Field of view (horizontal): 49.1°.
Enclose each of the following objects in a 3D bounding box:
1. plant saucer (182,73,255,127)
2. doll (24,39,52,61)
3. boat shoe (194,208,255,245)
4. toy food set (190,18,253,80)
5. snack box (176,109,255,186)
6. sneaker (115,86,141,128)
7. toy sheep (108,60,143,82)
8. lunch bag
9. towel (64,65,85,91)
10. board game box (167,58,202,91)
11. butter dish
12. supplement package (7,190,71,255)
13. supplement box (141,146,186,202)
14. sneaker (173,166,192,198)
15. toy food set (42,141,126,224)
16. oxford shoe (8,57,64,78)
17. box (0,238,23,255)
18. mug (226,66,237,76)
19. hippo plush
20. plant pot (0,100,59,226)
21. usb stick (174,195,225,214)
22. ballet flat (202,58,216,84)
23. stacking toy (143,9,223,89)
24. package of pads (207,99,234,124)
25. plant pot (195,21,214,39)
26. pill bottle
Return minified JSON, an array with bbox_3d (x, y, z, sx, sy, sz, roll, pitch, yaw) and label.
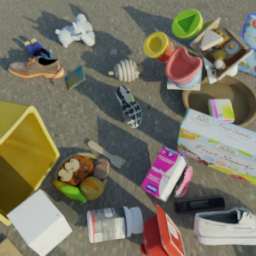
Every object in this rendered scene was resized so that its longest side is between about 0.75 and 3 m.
[{"bbox_3d":[3.628,-1.053,11.232,2.972,0.438,2.972,0,53,0],"label":"plant saucer"},{"bbox_3d":[-4.113,-3.411,12.956,1.164,0.413,1.706,-35,67,-25],"label":"doll"},{"bbox_3d":[3.203,2.728,8.080,2.618,0.860,0.942,-4,13,5],"label":"boat shoe"},{"bbox_3d":[3.775,-3.301,11.596,1.663,0.700,2.318,-42,56,24],"label":"toy food set"},{"bbox_3d":[3.087,0.685,8.878,2.991,2.127,0.792,22,66,16],"label":"snack box"},{"bbox_3d":[0.049,-0.794,10.814,0.704,0.723,1.816,-18,66,-4],"label":"sneaker"},{"bbox_3d":[-0.099,-2.407,11.872,1.496,1.032,1.032,-15,55,-5],"label":"toy sheep"},{"bbox_3d":[5.656,-3.522,11.627,2.015,2.677,1.259,26,58,18],"label":"lunch bag"},{"bbox_3d":[-2.144,-2.010,11.286,1.027,0.111,0.753,-28,60,27],"label":"towel"},{"bbox_3d":[2.421,-2.309,11.790,1.286,0.327,1.913,6,46,14],"label":"board game box"},{"bbox_3d":[0.829,3.171,7.678,1.091,1.475,1.471,-28,26,14],"label":"butter dish"},{"bbox_3d":[-2.447,2.711,7.906,1.087,1.432,1.079,-39,63,-24],"label":"supplement package"},{"bbox_3d":[1.154,1.468,8.921,0.757,0.773,1.495,24,76,27],"label":"supplement box"},{"bbox_3d":[1.691,1.757,9.278,0.580,0.481,1.217,10,50,31],"label":"sneaker"},{"bbox_3d":[-1.525,1.558,9.284,1.881,0.547,2.724,30,60,20],"label":"toy food set"},{"bbox_3d":[-4.064,-2.751,12.186,2.416,0.881,0.861,1,54,0],"label":"oxford shoe"},{"bbox_3d":[-3.596,3.837,7.914,0.884,0.115,1.081,34,60,22],"label":"box"},{"bbox_3d":[4.282,-2.652,12.110,0.783,0.803,0.978,-41,56,9],"label":"mug"},{"bbox_3d":[-2.519,-4.329,13.317,1.435,1.422,1.785,-21,33,22],"label":"hippo plush"},{"bbox_3d":[-4.382,0.775,8.638,2.841,2.759,2.778,18,56,19],"label":"plant pot"},{"bbox_3d":[2.259,2.420,8.825,1.617,0.264,0.448,-5,76,-4],"label":"usb stick"},{"bbox_3d":[3.434,-2.411,11.693,0.411,0.411,1.183,-8,74,-6],"label":"ballet flat"},{"bbox_3d":[2.235,-3.013,10.957,2.496,1.165,2.758,-41,58,16],"label":"stacking toy"},{"bbox_3d":[3.594,-0.641,10.829,0.835,0.369,1.081,0,53,0],"label":"package of pads"},{"bbox_3d":[3.972,-4.275,13.067,1.205,1.241,1.213,-11,55,-8],"label":"plant pot"},{"bbox_3d":[-0.393,2.770,8.146,1.526,0.869,0.869,-4,54,-12],"label":"pill bottle"}]
